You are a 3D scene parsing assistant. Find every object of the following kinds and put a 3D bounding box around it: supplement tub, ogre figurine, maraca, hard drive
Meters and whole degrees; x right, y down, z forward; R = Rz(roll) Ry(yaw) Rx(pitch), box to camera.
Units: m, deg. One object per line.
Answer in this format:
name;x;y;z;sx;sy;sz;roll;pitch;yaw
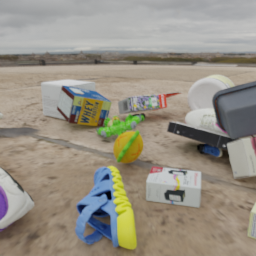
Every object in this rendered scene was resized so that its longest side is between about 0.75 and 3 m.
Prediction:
supplement tub;4.000;-1.502;13.139;1.861;1.861;2.566;9;18;27
ogre figurine;-0.298;-0.038;9.949;1.757;0.862;1.054;2;13;0
maraca;0.007;0.492;7.353;0.764;0.979;1.428;32;-10;4
hard drive;2.450;0.281;8.525;2.142;0.405;1.497;17;4;41

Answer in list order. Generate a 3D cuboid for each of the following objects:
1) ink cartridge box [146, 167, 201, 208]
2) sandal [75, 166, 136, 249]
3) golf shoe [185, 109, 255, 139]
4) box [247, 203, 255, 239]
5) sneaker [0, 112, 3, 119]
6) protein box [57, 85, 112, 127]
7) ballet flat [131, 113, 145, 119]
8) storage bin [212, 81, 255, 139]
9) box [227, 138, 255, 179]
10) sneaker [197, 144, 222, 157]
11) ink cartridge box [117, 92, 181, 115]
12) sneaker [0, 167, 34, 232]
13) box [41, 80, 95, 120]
ink cartridge box;1.021;1.271;6.165;1.136;0.471;0.828;4;17;13
sandal;-0.514;1.383;5.221;0.960;0.876;2.205;-7;16;-9
golf shoe;3.120;-0.216;9.529;2.822;1.063;1.291;13;-7;39
box;2.756;1.634;4.863;1.060;0.512;0.932;12;20;33
sneaker;-6.001;-0.647;12.896;0.932;0.358;0.518;0;24;25
protein box;-1.814;-0.892;11.392;1.609;1.093;1.620;6;19;-33
ballet flat;0.396;-0.499;12.528;0.882;0.251;0.293;-4;12;45
storage bin;3.375;-0.352;7.386;2.047;1.490;1.375;-13;15;18
box;3.280;0.677;6.782;1.400;0.895;0.763;-7;-12;-10
sneaker;2.404;0.677;8.439;0.475;0.328;0.854;-3;16;-18
ink cartridge box;0.996;-1.083;12.507;2.625;0.661;1.430;-7;0;-20
sneaker;-3.100;1.103;5.459;2.841;1.145;1.185;20;53;39
box;-2.769;-1.370;13.153;1.830;1.576;1.839;12;20;34
